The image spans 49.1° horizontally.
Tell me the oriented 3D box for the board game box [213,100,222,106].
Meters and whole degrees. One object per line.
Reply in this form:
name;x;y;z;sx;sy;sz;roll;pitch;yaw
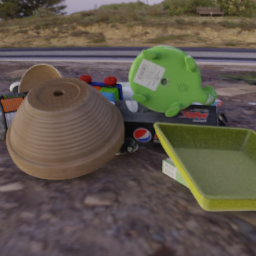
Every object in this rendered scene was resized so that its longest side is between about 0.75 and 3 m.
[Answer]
board game box;3.358;-1.091;11.653;0.670;0.177;0.876;-6;21;-16

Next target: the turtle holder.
turtle holder;1.098;-1.216;6.834;2.084;1.583;1.480;-4;16;9

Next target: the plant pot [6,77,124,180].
plant pot;-1.445;-0.265;6.238;2.675;1.235;2.675;-2;41;2

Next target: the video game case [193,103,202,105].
video game case;1.969;-0.962;10.198;2.160;0.427;2.384;19;24;8

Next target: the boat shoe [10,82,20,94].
boat shoe;-3.590;-1.325;11.547;2.377;0.899;0.717;-5;58;-38

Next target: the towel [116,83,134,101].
towel;0.026;-1.549;12.375;2.107;0.593;2.461;-1;20;5

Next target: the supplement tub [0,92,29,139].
supplement tub;-3.173;-0.392;8.120;2.021;1.238;1.238;-14;24;-33

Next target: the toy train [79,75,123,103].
toy train;-1.813;-1.107;10.438;2.947;1.247;1.705;6;34;16

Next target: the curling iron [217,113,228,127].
curling iron;1.765;-0.565;8.321;2.556;0.634;0.327;26;4;11

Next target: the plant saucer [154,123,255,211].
plant saucer;1.892;0.737;5.253;2.452;0.588;2.456;4;26;-15

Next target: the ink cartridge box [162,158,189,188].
ink cartridge box;1.608;0.841;6.052;1.429;0.343;1.040;-15;24;-32

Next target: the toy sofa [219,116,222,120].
toy sofa;2.412;-0.173;8.743;0.987;0.482;0.409;4;-7;13

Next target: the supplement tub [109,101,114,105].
supplement tub;-0.866;-0.566;8.720;0.689;0.689;1.045;17;3;40

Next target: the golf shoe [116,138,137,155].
golf shoe;-0.346;0.517;6.953;1.190;0.459;0.524;-1;-12;17

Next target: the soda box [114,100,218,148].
soda box;0.921;-0.082;7.445;2.736;0.866;0.968;4;40;9

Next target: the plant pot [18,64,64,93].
plant pot;-2.886;-1.298;10.310;1.813;1.813;1.217;6;-1;17
